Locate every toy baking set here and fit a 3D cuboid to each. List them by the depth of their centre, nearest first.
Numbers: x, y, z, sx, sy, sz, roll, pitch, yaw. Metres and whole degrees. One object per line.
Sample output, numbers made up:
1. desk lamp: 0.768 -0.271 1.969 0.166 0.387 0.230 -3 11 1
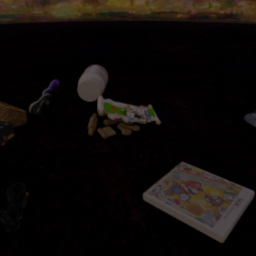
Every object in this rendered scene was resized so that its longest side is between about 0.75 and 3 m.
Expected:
1. toy baking set: -0.544 -0.178 10.310 1.820 0.276 2.372 1 28 -6

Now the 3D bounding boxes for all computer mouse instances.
1. computer mouse: -3.522 1.726 6.072 2.533 0.556 1.389 -3 28 -6

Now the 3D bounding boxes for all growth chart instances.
1. growth chart: 0.003 -0.629 10.511 2.541 0.225 1.839 10 26 -21

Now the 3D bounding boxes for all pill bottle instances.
1. pill bottle: -1.556 -1.960 12.297 1.139 1.139 2.010 1 27 3

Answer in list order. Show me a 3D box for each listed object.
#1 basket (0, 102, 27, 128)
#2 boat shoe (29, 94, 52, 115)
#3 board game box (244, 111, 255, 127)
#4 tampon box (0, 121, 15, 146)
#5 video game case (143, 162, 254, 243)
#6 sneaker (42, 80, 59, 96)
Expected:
1. basket: -4.382 -0.634 10.491 1.177 0.877 0.840 19 32 35
2. boat shoe: -3.502 -0.954 11.564 0.471 0.501 1.394 19 36 9
3. board game box: 5.084 -0.297 10.435 1.023 0.316 1.022 -8 27 -16
4. tampon box: -4.352 0.153 9.240 0.895 0.565 0.671 9 28 17
5. video game case: 1.685 1.611 6.673 2.004 0.229 1.824 20 33 35
6. sneaker: -3.499 -1.793 13.124 0.518 0.362 1.042 19 64 32
